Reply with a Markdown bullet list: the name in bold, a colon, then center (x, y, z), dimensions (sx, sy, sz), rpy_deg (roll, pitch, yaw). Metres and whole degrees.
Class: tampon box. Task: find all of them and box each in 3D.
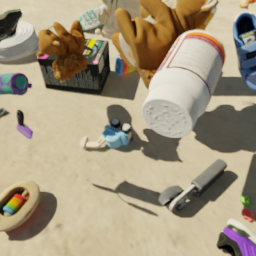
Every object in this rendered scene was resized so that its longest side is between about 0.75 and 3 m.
- **tampon box**: center (-2.020, -2.493, 10.981), dimensions (2.306, 1.456, 1.728), rpy_deg (8, 47, 7)

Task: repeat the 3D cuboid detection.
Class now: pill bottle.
- **pill bottle**: center (2.166, -3.776, 9.688), dimensions (1.267, 2.319, 1.267), rpy_deg (20, 33, -14)
- **pill bottle**: center (1.216, -0.973, 6.020), dimensions (1.279, 1.279, 2.334), rpy_deg (19, 54, 17)

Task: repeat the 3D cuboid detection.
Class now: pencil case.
- **pencil case**: center (-2.621, -0.906, 5.923), dimensions (1.118, 0.517, 0.476), rpy_deg (3, 84, 30)

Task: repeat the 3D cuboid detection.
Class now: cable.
- **cable**: center (-5.420, -3.985, 12.770), dimensions (2.519, 0.872, 2.520), rpy_deg (27, 53, 23)

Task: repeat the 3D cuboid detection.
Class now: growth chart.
- **growth chart**: center (-0.059, -4.053, 9.205), dimensions (1.981, 2.738, 0.243), rpy_deg (17, -1, -42)

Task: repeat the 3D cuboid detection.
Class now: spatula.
- **spatula**: center (-2.365, -0.080, 6.281), dimensions (0.472, 1.670, 0.172), rpy_deg (40, 69, -3)

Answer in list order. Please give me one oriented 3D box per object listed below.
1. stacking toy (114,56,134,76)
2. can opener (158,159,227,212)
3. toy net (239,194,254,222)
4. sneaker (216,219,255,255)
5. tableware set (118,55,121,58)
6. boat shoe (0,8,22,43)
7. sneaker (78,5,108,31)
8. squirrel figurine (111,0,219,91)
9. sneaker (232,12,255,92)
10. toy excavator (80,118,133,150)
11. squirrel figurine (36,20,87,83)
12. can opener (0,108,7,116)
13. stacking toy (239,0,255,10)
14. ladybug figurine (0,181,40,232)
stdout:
- **stacking toy**: center (0.092, -2.603, 11.728), dimensions (1.251, 0.687, 0.726), rpy_deg (-9, 38, -23)
- **can opener**: center (1.807, 1.513, 7.824), dimensions (2.236, 0.597, 0.748), rpy_deg (-32, 56, -28)
- **toy net**: center (3.539, 2.464, 7.079), dimensions (1.005, 0.370, 1.916), rpy_deg (0, 47, -2)
- **sneaker**: center (2.892, 3.094, 6.343), dimensions (0.993, 0.694, 1.997), rpy_deg (-38, 52, -24)
- **tableware set**: center (0.137, -3.008, 12.006), dimensions (1.142, 0.159, 1.367), rpy_deg (9, 18, -2)
- **boat shoe**: center (-3.404, -2.888, 7.750), dimensions (0.743, 0.699, 2.069), rpy_deg (-11, 31, 2)
- **sneaker**: center (-1.328, -5.585, 14.302), dimensions (2.591, 1.182, 1.005), rpy_deg (-24, 81, 5)
- **squirrel figurine**: center (1.342, -2.536, 8.003), dimensions (2.777, 2.106, 2.975), rpy_deg (-31, 85, -7)
- **sneaker**: center (3.800, -2.361, 8.673), dimensions (0.976, 1.085, 2.639), rpy_deg (-18, 80, 22)
- **toy excavator**: center (-0.688, 0.338, 8.956), dimensions (1.311, 0.673, 1.348), rpy_deg (27, 61, 25)
- **squirrel figurine**: center (-1.675, -1.956, 7.170), dimensions (1.032, 1.459, 1.362), rpy_deg (-18, 12, 18)
- **can opener**: center (-4.673, -0.437, 9.912), dimensions (0.263, 0.210, 0.787), rpy_deg (26, 53, 23)
- **stacking toy**: center (3.593, -3.530, 7.312), dimensions (1.400, 0.813, 0.768), rpy_deg (-23, 9, 13)
- **ladybug figurine**: center (-2.931, 2.081, 7.310), dimensions (1.038, 0.550, 1.530), rpy_deg (24, 51, 20)
